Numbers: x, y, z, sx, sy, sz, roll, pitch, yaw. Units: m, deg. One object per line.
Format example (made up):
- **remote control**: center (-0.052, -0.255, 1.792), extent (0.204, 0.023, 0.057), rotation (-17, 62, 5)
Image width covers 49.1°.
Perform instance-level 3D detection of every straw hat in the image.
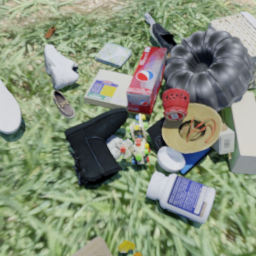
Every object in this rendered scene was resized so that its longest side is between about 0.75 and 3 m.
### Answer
- **straw hat**: center (1.987, 0.153, 8.529), extent (1.768, 0.748, 1.768), rotation (-12, 59, 21)

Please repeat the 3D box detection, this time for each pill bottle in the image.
- **pill bottle**: center (1.366, 1.792, 7.451), extent (1.629, 0.975, 0.975), rotation (20, 54, 15)

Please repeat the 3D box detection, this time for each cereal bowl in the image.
- **cereal bowl**: center (1.233, 0.991, 8.324), extent (0.845, 0.352, 0.845), rotation (11, 45, -11)
- **cereal bowl**: center (-0.606, 0.583, 8.817), extent (0.922, 0.384, 0.922), rotation (0, 52, 0)

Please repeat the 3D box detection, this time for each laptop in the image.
- **laptop**: center (1.606, 0.369, 8.670), extent (1.435, 1.619, 0.836), rotation (-35, 17, -26)

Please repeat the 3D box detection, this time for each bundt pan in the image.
- **bundt pan**: center (2.464, -2.007, 9.265), extent (3.028, 1.136, 3.028), rotation (-15, 60, 27)

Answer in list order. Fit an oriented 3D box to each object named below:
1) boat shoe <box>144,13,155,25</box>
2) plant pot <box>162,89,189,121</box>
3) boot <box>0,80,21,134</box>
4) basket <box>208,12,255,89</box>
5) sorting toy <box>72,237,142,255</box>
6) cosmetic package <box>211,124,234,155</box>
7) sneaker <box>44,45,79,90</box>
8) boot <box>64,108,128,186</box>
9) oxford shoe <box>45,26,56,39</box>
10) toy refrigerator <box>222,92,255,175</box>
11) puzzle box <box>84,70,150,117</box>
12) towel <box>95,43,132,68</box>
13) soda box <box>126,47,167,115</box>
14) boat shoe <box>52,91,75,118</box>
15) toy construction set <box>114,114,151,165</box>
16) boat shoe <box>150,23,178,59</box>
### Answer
- **boat shoe**: center (1.028, -5.155, 13.512), extent (0.276, 0.252, 0.767), rotation (-35, 84, -20)
- **plant pot**: center (1.414, -0.654, 8.302), extent (0.805, 0.805, 0.733), rotation (2, 63, 2)
- **boot**: center (-4.392, -0.765, 9.538), extent (0.970, 1.205, 2.667), rotation (-21, 71, -27)
- **basket**: center (4.213, -2.896, 10.755), extent (1.659, 1.823, 2.689), rotation (-12, 52, -4)
- **sorting toy**: center (-0.578, 3.199, 6.204), extent (1.956, 1.457, 0.262), rotation (-31, 16, -22)
- **cosmetic package**: center (2.719, 0.202, 8.624), extent (0.463, 0.685, 1.302), rotation (-11, 23, -7)
- **sneaker**: center (-2.610, -2.425, 11.054), extent (1.182, 0.927, 2.378), rotation (-12, 55, -25)
- **boot**: center (-0.707, 0.557, 8.273), extent (2.212, 0.819, 1.813), rotation (-23, 67, -10)
- **oxford shoe**: center (-3.619, -4.426, 12.933), extent (0.292, 0.291, 0.818), rotation (15, 54, 10)
- **toy refrigerator**: center (3.572, 0.079, 8.841), extent (0.903, 0.980, 2.581), rotation (4, 52, 3)
- **puzzle box**: center (-0.188, -1.333, 10.401), extent (2.481, 0.315, 1.650), rotation (14, 52, 11)
- **towel**: center (-0.627, -3.052, 11.822), extent (1.261, 0.304, 1.079), rotation (22, 57, 16)
- **soda box**: center (0.702, -1.730, 9.899), extent (0.840, 0.928, 2.650), rotation (10, 51, 14)
- **boat shoe**: center (-2.319, -0.849, 9.963), extent (0.461, 0.382, 1.284), rotation (-29, 56, -19)
- **toy construction set**: center (0.249, 0.420, 8.350), extent (0.815, 1.160, 1.769), rotation (-3, 23, 23)
- **boat shoe**: center (1.597, -3.832, 11.975), extent (0.812, 0.678, 2.178), rotation (-5, 57, -24)
